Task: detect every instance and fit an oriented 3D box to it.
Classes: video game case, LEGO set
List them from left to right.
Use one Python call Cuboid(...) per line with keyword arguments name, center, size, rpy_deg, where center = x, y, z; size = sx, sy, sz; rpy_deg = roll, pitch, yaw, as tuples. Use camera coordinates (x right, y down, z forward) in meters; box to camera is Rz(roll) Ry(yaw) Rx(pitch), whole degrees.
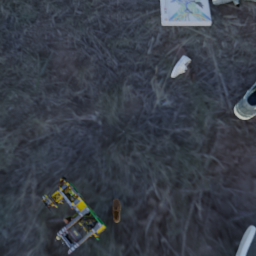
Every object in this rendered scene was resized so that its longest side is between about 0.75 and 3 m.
Cuboid(name="LEGO set", center=(-1.777, 2.761, 8.551), size=(1.299, 1.724, 2.242), rpy_deg=(-39, 86, -13))
Cuboid(name="video game case", center=(2.685, -5.683, 13.278), size=(2.274, 0.250, 2.073), rpy_deg=(0, 65, 0))

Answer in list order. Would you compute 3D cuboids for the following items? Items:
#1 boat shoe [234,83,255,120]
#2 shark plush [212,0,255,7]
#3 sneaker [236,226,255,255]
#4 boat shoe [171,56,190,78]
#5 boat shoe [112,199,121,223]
Cuboid(name="boat shoe", center=(5.378, -1.417, 10.940), size=(2.886, 0.891, 1.051), rpy_deg=(-37, 70, -15))
Cuboid(name="shark plush", center=(5.183, -6.249, 13.517), size=(2.361, 1.073, 0.983), rpy_deg=(6, 84, -19))
Cuboid(name="sneaker", center=(3.747, 4.260, 8.313), size=(1.192, 0.850, 2.404), rpy_deg=(29, 64, 18))
Cuboid(name="boat shoe", center=(2.237, -2.514, 11.733), size=(0.429, 0.436, 1.229), rpy_deg=(29, 62, 16))
Cuboid(name="boat shoe", center=(-0.387, 2.743, 9.345), size=(0.276, 0.259, 0.768), rpy_deg=(-3, 66, 3))
